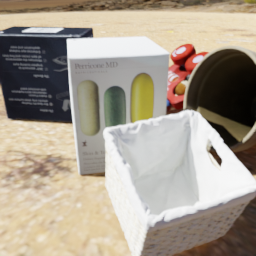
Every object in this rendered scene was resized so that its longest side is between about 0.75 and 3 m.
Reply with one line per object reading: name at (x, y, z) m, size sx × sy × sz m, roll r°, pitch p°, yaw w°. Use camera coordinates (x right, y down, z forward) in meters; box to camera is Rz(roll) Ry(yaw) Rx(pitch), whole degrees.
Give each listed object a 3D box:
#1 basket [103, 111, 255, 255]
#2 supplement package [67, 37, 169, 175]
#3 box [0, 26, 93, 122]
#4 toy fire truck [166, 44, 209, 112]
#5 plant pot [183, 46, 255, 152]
basket at (0.684, 0.920, 4.635) m, size 1.846 × 1.485 × 1.830 m, roll -12°, pitch 46°, yaw -18°
supplement package at (-0.334, -0.627, 6.734) m, size 2.034 × 2.680 × 2.019 m, roll -5°, pitch 28°, yaw -10°
box at (-2.465, -1.692, 8.779) m, size 2.643 × 2.688 × 1.578 m, roll 4°, pitch 28°, yaw 6°
toy fire truck at (1.882, -1.528, 9.879) m, size 2.329 × 1.555 × 2.773 m, roll -36°, pitch 34°, yaw 3°
plant pot at (3.160, -0.627, 7.394) m, size 2.277 × 2.625 × 2.625 m, roll 4°, pitch 22°, yaw -29°
